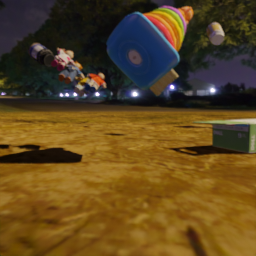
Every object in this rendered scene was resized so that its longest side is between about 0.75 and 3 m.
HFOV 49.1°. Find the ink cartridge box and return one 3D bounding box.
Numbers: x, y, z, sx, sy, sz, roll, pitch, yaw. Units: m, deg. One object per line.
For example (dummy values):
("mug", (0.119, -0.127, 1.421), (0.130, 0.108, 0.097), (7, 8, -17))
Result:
("ink cartridge box", (3.212, 0.189, 7.611), (2.611, 0.774, 1.355), (-2, 5, -23))

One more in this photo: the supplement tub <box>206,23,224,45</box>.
("supplement tub", (3.367, -3.620, 10.802), (0.559, 0.768, 0.559), (-1, -39, -1))

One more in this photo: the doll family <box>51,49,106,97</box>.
("doll family", (-1.418, -1.459, 7.824), (1.660, 0.748, 1.030), (36, 37, -8))

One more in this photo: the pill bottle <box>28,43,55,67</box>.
("pill bottle", (-3.747, -3.161, 12.206), (1.287, 0.720, 0.720), (36, 26, 34))

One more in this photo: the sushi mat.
("sushi mat", (1.119, -2.590, 12.618), (2.961, 1.417, 0.179), (34, 13, -47))

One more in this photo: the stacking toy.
("stacking toy", (0.843, -2.278, 6.596), (2.616, 1.436, 1.518), (-48, 8, -33))
